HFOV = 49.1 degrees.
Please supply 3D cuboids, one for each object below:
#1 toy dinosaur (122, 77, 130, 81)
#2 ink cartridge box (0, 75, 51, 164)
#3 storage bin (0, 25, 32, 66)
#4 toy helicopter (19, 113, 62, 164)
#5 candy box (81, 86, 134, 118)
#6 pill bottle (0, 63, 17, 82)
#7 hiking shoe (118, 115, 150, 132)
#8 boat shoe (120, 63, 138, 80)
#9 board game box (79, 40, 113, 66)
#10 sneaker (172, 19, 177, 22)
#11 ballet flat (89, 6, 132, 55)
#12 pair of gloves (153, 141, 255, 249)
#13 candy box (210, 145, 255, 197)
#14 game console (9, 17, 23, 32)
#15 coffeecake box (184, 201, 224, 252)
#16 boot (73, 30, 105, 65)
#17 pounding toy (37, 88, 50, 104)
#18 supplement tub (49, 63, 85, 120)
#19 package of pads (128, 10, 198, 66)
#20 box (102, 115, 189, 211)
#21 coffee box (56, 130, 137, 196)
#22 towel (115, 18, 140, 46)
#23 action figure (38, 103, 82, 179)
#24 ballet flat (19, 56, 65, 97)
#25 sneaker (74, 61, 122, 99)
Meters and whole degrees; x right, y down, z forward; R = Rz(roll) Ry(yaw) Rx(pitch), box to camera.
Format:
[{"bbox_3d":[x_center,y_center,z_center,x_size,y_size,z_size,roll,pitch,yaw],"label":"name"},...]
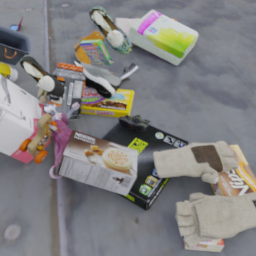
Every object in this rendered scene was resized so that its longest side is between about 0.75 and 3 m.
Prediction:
[{"bbox_3d":[-0.223,-2.085,11.849,0.409,0.308,0.800,-7,19,42],"label":"toy dinosaur"},{"bbox_3d":[-3.858,-0.503,8.280,1.188,2.870,2.103,-40,43,14],"label":"ink cartridge box"},{"bbox_3d":[-4.924,-3.166,11.196,1.698,1.140,1.235,8,55,-45],"label":"storage bin"},{"bbox_3d":[-2.018,0.109,6.790,0.632,1.601,1.059,38,54,2],"label":"toy helicopter"},{"bbox_3d":[-1.265,-1.076,10.885,2.835,0.374,1.449,7,41,5],"label":"candy box"},{"bbox_3d":[-5.108,-2.220,11.108,0.742,0.742,1.319,31,11,27],"label":"pill bottle"},{"bbox_3d":[0.190,-0.197,9.063,1.042,0.395,0.524,18,48,26],"label":"hiking shoe"},{"bbox_3d":[-0.011,-1.762,8.610,0.803,0.281,0.266,-43,102,-31],"label":"boat shoe"},{"bbox_3d":[-1.091,-2.553,9.510,0.188,0.869,1.291,-44,33,-19],"label":"board game box"},{"bbox_3d":[1.970,-5.425,15.101,1.619,0.591,0.624,-20,71,-14],"label":"sneaker"},{"bbox_3d":[-0.687,-3.450,9.990,0.773,0.773,2.081,-39,87,-32],"label":"ballet flat"},{"bbox_3d":[2.103,1.562,7.474,2.385,0.492,2.805,-12,52,-11],"label":"pair of gloves"},{"bbox_3d":[2.999,1.426,8.211,1.140,0.546,1.975,-5,46,-5],"label":"candy box"},{"bbox_3d":[-6.092,-5.557,15.124,0.791,0.545,0.918,-1,45,-2],"label":"game console"},{"bbox_3d":[1.899,2.519,7.224,0.882,0.420,1.150,3,45,3],"label":"coffeecake box"},{"bbox_3d":[-1.645,-3.568,12.574,1.470,0.722,2.053,-35,50,9],"label":"boot"},{"bbox_3d":[-2.728,-1.332,9.787,0.540,0.898,1.163,22,16,-28],"label":"pounding toy"},{"bbox_3d":[-2.063,-1.236,9.495,1.107,1.807,1.107,10,9,-2],"label":"supplement tub"},{"bbox_3d":[1.715,-4.339,13.345,2.798,0.954,2.162,31,52,10],"label":"package of pads"},{"bbox_3d":[0.221,0.910,8.682,2.482,0.611,2.571,27,51,24],"label":"box"},{"bbox_3d":[-0.745,0.880,7.184,1.846,0.736,1.056,19,33,-8],"label":"coffee box"},{"bbox_3d":[0.202,-5.095,14.671,1.750,0.455,2.641,0,45,-6],"label":"towel"},{"bbox_3d":[-2.054,0.139,8.457,2.177,1.621,1.458,47,23,13],"label":"action figure"},{"bbox_3d":[-2.675,-1.518,8.540,1.643,0.559,0.562,41,19,-1],"label":"ballet flat"},{"bbox_3d":[-1.220,-2.001,10.913,2.352,0.869,0.933,35,66,25],"label":"sneaker"}]
